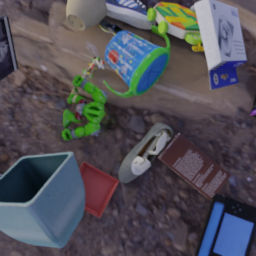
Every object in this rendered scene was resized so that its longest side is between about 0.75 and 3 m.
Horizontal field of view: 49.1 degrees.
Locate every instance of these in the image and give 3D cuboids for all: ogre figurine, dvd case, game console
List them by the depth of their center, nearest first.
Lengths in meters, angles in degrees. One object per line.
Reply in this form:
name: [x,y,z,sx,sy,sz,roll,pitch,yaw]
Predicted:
dvd case: [-4.272,-2.232,8.608,0.196,2.457,1.827,9,125,10]
game console: [3.242,3.563,9.080,2.146,1.420,2.440,20,84,2]
ogre figurine: [-1.484,-0.578,9.735,1.336,1.094,2.229,14,73,13]

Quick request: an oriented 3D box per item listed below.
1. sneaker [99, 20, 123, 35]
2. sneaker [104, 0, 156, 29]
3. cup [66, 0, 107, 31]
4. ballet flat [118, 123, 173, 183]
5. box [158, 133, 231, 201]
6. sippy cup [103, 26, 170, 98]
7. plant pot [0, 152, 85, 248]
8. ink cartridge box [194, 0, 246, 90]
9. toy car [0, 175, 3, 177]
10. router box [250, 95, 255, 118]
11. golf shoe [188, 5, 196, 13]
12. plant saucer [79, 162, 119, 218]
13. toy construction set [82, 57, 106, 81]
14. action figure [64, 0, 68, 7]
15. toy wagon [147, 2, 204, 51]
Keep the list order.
sneaker: [-0.576,-3.722,10.395,1.092,0.442,0.403,27,84,3]
sneaker: [0.191,-4.738,10.271,2.238,0.902,1.639,21,88,8]
cup: [-1.590,-4.049,9.834,1.432,1.432,1.024,24,70,3]
ballet flat: [0.608,0.900,9.601,0.857,0.810,2.544,41,83,-28]
box: [2.224,1.324,9.643,2.242,0.840,1.123,40,86,2]
sippy cup: [0.203,-2.352,9.671,1.757,1.883,2.398,41,54,14]
plant pot: [-2.629,2.374,8.595,2.240,2.246,2.288,-7,118,27]
ink cartridge box: [3.146,-2.657,9.063,0.529,2.603,2.608,-8,97,40]
toy car: [-5.313,1.906,9.664,2.737,0.649,2.909,-40,84,-4]
router box: [6.145,-1.074,9.932,2.948,0.753,2.199,17,84,2]
golf shoe: [2.793,-4.420,10.495,1.073,0.417,0.507,-11,84,0]
plant saucer: [-1.274,2.153,9.822,1.444,0.266,1.447,28,84,3]
toy construction set: [-1.258,-2.142,10.026,1.087,0.712,0.501,-30,116,29]
action figure: [-1.699,-5.115,10.531,1.607,0.557,1.045,-23,77,-6]
toy wagon: [1.891,-3.506,9.594,1.958,0.499,2.524,-7,49,-26]
